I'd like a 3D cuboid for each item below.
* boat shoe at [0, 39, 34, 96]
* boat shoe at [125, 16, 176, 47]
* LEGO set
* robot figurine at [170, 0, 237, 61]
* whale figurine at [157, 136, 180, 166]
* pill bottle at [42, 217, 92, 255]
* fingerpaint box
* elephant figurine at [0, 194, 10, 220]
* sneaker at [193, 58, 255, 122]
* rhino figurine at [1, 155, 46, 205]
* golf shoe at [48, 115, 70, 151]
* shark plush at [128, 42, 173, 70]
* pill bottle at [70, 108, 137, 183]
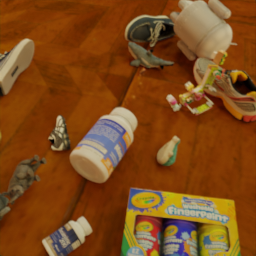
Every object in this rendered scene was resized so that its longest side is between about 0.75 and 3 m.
[{"bbox_3d":[-4.471,-2.363,10.006,1.257,1.012,2.710,15,50,3],"label":"boat shoe"},{"bbox_3d":[1.016,-3.882,11.293,2.718,1.018,0.840,-22,53,-42],"label":"boat shoe"},{"bbox_3d":[2.376,-1.221,8.661,2.327,1.071,0.866,-42,44,12],"label":"LEGO set"},{"bbox_3d":[2.720,-3.562,10.294,1.468,2.205,2.600,-23,68,-43],"label":"robot figurine"},{"bbox_3d":[1.155,0.650,7.564,0.443,0.854,0.680,33,6,-14],"label":"whale figurine"},{"bbox_3d":[-1.308,2.402,6.115,0.988,0.548,0.548,-31,55,-25],"label":"pill bottle"},{"bbox_3d":[1.052,2.419,5.872,2.334,0.856,1.947,7,48,5],"label":"fingerpaint box"},{"bbox_3d":[-3.352,1.666,6.621,1.059,0.965,1.364,18,27,-22],"label":"elephant figurine"},{"bbox_3d":[3.317,-1.545,9.184,1.138,1.201,2.923,-25,52,-21],"label":"sneaker"},{"bbox_3d":[-2.440,1.217,6.481,0.693,0.474,1.585,-26,24,12],"label":"rhino figurine"},{"bbox_3d":[-2.060,0.131,8.179,0.596,0.490,1.261,-12,48,-11],"label":"golf shoe"},{"bbox_3d":[0.763,-2.578,10.395,1.814,0.755,0.824,35,57,27],"label":"shark plush"},{"bbox_3d":[-0.555,0.381,7.527,1.123,1.123,2.004,22,52,19],"label":"pill bottle"}]
